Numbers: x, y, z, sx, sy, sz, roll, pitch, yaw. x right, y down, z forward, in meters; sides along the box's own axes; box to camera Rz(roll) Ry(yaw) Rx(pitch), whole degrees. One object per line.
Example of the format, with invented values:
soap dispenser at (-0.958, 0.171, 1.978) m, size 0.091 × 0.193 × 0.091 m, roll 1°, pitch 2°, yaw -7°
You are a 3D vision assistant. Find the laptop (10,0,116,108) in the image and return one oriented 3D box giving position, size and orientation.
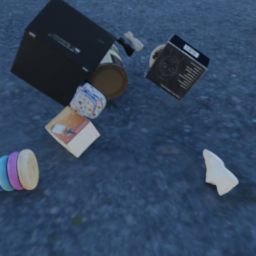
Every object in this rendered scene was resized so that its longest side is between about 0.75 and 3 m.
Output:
laptop at (-2.506, -2.814, 10.794) m, size 2.790 × 1.727 × 2.980 m, roll 33°, pitch 70°, yaw -9°

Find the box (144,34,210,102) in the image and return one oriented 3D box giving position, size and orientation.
box at (1.746, -2.124, 9.987) m, size 1.635 × 1.607 × 1.013 m, roll 35°, pitch 39°, yaw -2°

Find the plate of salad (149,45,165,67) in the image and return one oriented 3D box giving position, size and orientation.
plate of salad at (1.628, -2.294, 10.933) m, size 1.934 × 1.934 × 0.464 m, roll 22°, pitch 49°, yaw 26°

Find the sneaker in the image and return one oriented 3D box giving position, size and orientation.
sneaker at (2.531, 1.291, 8.348) m, size 0.613 × 0.721 × 1.629 m, roll 28°, pitch 21°, yaw -25°

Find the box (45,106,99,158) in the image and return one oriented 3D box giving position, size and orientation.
box at (-1.886, 0.106, 9.445) m, size 1.437 × 0.764 × 1.094 m, roll 30°, pitch 69°, yaw 39°

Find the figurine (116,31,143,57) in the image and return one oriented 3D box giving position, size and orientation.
figurine at (0.054, -3.472, 11.486) m, size 0.923 × 0.900 × 0.397 m, roll -18°, pitch 37°, yaw 50°

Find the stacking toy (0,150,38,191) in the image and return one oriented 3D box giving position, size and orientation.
stacking toy at (-4.047, 1.376, 7.992) m, size 2.697 × 1.151 × 1.151 m, roll -9°, pitch 38°, yaw -2°

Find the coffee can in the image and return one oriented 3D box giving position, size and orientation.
coffee can at (-1.052, -2.592, 12.369) m, size 1.704 × 1.704 × 2.329 m, roll -7°, pitch 41°, yaw -9°

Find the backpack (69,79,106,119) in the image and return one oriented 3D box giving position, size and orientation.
backpack at (-1.283, -0.825, 9.078) m, size 1.043 × 1.095 × 0.843 m, roll 28°, pitch 36°, yaw -10°
